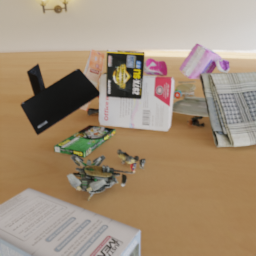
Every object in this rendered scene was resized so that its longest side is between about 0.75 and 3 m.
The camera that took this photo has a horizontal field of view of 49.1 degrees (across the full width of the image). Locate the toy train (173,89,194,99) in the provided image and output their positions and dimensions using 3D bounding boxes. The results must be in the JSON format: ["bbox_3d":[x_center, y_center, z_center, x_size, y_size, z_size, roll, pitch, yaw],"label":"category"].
[{"bbox_3d":[1.690,-1.447,12.403,1.687,0.625,2.246,-16,1,-38],"label":"toy train"}]

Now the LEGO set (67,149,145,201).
[{"bbox_3d":[-0.565,1.199,7.059,2.571,0.729,1.670,0,18,-40],"label":"LEGO set"}]

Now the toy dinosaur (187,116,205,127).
[{"bbox_3d":[2.647,-0.225,11.132,0.680,0.512,1.002,-4,34,33],"label":"toy dinosaur"}]

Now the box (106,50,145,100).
[{"bbox_3d":[-0.112,-1.811,9.597,1.280,1.603,0.395,4,27,1],"label":"box"}]

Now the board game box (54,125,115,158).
[{"bbox_3d":[-1.403,0.397,9.548,1.134,0.254,2.165,11,23,22],"label":"board game box"}]

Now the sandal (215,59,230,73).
[{"bbox_3d":[3.560,-2.287,10.262,0.325,0.538,1.322,-19,5,36],"label":"sandal"}]

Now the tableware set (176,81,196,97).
[{"bbox_3d":[2.637,-2.139,16.148,2.461,0.493,1.627,0,31,17],"label":"tableware set"}]

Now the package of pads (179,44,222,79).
[{"bbox_3d":[2.686,-2.373,10.334,0.713,1.135,1.883,44,26,19],"label":"package of pads"}]

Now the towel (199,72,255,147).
[{"bbox_3d":[4.026,-0.746,9.534,2.884,2.777,0.498,-5,-18,-9],"label":"towel"}]

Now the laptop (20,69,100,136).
[{"bbox_3d":[-1.803,-0.668,7.554,1.807,1.053,2.039,-34,1,-10],"label":"laptop"}]

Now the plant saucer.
[{"bbox_3d":[3.038,-0.949,11.940,2.589,0.650,2.589,4,9,-1],"label":"plant saucer"}]

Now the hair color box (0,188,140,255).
[{"bbox_3d":[-1.191,1.913,4.624,2.530,0.767,1.253,10,23,28],"label":"hair color box"}]

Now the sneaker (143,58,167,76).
[{"bbox_3d":[0.946,-2.236,10.448,1.356,0.551,0.598,9,-9,-44],"label":"sneaker"}]

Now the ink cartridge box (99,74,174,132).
[{"bbox_3d":[0.339,-1.024,10.752,2.689,1.984,1.151,7,12,15],"label":"ink cartridge box"}]

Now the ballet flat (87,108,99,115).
[{"bbox_3d":[-1.282,-0.695,12.590,1.116,0.317,0.371,1,-10,-10],"label":"ballet flat"}]

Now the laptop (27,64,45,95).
[{"bbox_3d":[-3.217,-1.599,10.411,0.709,1.217,1.373,1,31,13],"label":"laptop"}]

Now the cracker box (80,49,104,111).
[{"bbox_3d":[-1.580,-1.924,11.416,0.600,2.081,1.394,16,40,-14],"label":"cracker box"}]

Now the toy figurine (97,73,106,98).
[{"bbox_3d":[-0.413,-1.638,12.489,1.856,1.311,1.885,2,30,2],"label":"toy figurine"}]
